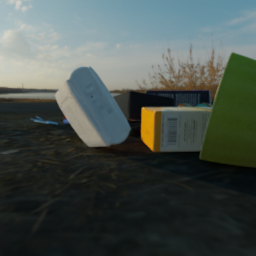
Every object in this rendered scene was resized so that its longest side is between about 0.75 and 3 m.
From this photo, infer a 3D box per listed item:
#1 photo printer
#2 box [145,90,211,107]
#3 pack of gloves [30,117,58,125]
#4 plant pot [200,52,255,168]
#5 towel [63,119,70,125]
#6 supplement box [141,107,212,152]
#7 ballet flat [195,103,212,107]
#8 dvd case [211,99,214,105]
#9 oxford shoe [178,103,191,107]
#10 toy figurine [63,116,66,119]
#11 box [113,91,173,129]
[{"bbox_3d":[-0.894,-0.351,6.286,0.701,1.680,2.019,-36,8,-21],"label":"photo printer"},{"bbox_3d":[2.283,-0.986,12.967,2.824,1.473,2.089,1,6,9],"label":"box"},{"bbox_3d":[-3.540,-0.317,11.907,1.052,0.208,0.884,10,1,-44],"label":"pack of gloves"},{"bbox_3d":[2.565,-0.076,4.801,2.129,1.992,1.992,17,12,19],"label":"plant pot"},{"bbox_3d":[-2.167,-0.277,12.594,1.445,0.172,1.061,-3,9,-12],"label":"towel"},{"bbox_3d":[1.730,-0.025,6.924,2.599,0.956,1.638,0,7,-8],"label":"supplement box"},{"bbox_3d":[3.315,-0.377,10.589,0.866,0.935,2.652,11,11,-12],"label":"ballet flat"},{"bbox_3d":[5.146,-0.875,13.691,2.468,0.305,1.855,18,3,-14],"label":"dvd case"},{"bbox_3d":[1.955,-0.446,10.274,0.814,0.865,2.312,-15,1,21],"label":"oxford shoe"},{"bbox_3d":[-3.050,-0.570,14.921,0.503,0.443,0.839,30,16,10],"label":"toy figurine"},{"bbox_3d":[0.127,-0.502,9.166,1.630,0.911,2.309,2,-4,-31],"label":"box"}]
